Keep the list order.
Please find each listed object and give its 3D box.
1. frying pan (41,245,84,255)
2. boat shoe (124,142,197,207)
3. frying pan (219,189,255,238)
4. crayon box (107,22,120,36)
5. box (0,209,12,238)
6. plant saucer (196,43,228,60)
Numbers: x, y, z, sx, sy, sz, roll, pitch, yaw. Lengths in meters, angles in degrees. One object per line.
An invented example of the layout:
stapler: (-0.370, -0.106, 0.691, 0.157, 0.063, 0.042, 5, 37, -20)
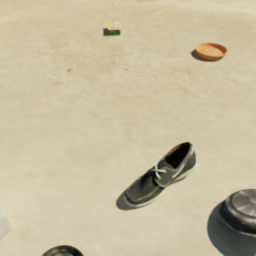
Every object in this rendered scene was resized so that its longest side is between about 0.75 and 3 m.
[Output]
frying pan: (-1.053, 2.964, 5.911, 1.865, 0.304, 1.128, -8, 43, -12)
boat shoe: (0.850, 1.188, 7.489, 2.365, 0.800, 0.849, -31, 44, -19)
frying pan: (3.578, 1.826, 6.724, 2.801, 0.456, 1.695, -12, 19, -9)
crayon box: (-0.784, -5.512, 15.535, 0.685, 0.336, 1.152, -3, 41, -3)
box: (-3.732, 1.877, 6.834, 0.845, 0.703, 2.057, -33, 51, -32)
plant saucer: (4.003, -3.678, 13.494, 1.502, 0.281, 1.502, 0, 40, 0)
